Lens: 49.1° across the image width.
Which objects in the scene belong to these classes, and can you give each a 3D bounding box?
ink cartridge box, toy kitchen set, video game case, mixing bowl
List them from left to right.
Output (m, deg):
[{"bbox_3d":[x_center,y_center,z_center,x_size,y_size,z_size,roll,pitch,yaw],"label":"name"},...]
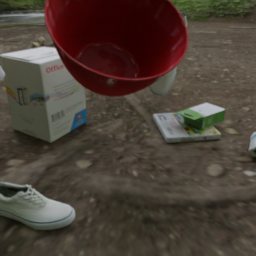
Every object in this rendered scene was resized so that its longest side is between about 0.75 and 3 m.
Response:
[{"bbox_3d":[-3.331,-2.853,9.881,0.730,0.661,0.810,-14,46,-45],"label":"toy kitchen set"},{"bbox_3d":[-2.666,-1.195,9.158,1.821,2.518,1.854,16,30,28],"label":"ink cartridge box"},{"bbox_3d":[-0.326,-1.767,6.158,2.898,1.569,2.898,7,61,-12],"label":"mixing bowl"},{"bbox_3d":[1.904,-0.070,9.528,1.753,0.221,1.927,-4,25,-8],"label":"video game case"},{"bbox_3d":[2.403,-0.365,9.341,1.559,0.462,0.809,-17,30,-33],"label":"ink cartridge box"}]

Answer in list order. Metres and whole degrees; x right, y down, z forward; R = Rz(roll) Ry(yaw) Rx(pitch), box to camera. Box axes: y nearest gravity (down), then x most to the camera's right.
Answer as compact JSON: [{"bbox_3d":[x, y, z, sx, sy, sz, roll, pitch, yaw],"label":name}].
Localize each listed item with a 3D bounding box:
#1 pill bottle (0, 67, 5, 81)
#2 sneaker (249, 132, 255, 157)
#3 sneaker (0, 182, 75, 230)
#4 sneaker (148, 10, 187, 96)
[{"bbox_3d":[-3.207,-1.687,4.956,1.223,2.202,1.223,-15,36,11],"label":"pill bottle"},{"bbox_3d":[4.321,0.729,7.380,2.257,0.846,0.978,8,32,35],"label":"sneaker"},{"bbox_3d":[-1.993,1.545,5.688,1.870,0.662,0.683,6,27,13],"label":"sneaker"},{"bbox_3d":[1.149,-2.333,8.789,0.998,2.732,0.967,10,13,4],"label":"sneaker"}]
